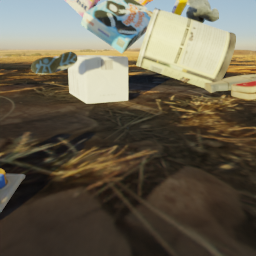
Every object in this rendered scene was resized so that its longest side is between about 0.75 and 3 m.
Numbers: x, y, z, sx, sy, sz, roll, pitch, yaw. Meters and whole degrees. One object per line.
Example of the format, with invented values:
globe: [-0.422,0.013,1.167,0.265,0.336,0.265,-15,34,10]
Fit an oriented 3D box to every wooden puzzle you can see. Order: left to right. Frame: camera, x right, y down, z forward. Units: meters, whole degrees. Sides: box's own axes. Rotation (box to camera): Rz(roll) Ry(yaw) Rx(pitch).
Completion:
wooden puzzle: [-2.148,0.832,3.634,1.211,0.303,1.307,0,16,0]

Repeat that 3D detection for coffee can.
coffee can: [1.099,-1.534,5.527,1.592,1.165,1.165,19,17,0]

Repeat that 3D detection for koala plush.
koala plush: [2.554,-4.457,10.129,1.091,1.230,1.131,-14,-20,38]

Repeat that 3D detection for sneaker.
sneaker: [-2.098,-1.801,8.075,1.325,0.502,0.510,-14,-1,-11]

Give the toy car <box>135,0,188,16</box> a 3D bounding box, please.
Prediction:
toy car: [0.597,-4.172,8.961,1.447,0.982,2.951,17,20,-31]

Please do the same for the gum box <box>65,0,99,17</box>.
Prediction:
gum box: [-1.549,-4.143,8.450,0.484,1.463,0.830,-53,9,-35]

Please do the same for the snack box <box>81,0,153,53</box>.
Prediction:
snack box: [-0.166,-3.301,8.572,1.453,0.464,2.500,35,44,0]

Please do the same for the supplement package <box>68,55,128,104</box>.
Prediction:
supplement package: [-1.324,-2.068,11.295,1.697,1.634,2.983,-7,17,-23]

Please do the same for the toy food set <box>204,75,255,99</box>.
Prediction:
toy food set: [1.670,-0.571,3.037,1.438,0.226,0.914,-13,22,-13]
